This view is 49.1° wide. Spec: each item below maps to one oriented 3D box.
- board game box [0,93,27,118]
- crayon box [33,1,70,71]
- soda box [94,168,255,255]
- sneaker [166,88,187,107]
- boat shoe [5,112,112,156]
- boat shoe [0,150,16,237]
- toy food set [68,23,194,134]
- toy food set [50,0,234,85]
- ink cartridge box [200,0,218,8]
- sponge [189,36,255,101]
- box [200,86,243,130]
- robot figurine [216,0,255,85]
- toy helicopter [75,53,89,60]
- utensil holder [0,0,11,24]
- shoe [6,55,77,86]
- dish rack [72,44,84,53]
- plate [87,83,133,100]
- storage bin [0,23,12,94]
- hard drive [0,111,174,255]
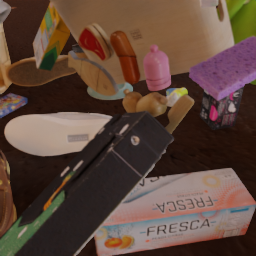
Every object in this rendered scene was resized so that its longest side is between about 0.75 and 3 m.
[{"bbox_3d":[-3.871,-0.730,8.846,0.753,0.192,1.113,17,37,24],"label":"board game box"},{"bbox_3d":[-2.113,-2.566,7.768,0.439,1.703,1.071,5,53,-36],"label":"crayon box"},{"bbox_3d":[0.735,1.444,4.947,2.699,0.858,0.923,-5,34,-9],"label":"soda box"},{"bbox_3d":[1.418,-1.010,9.158,0.612,0.441,1.165,10,28,41],"label":"sneaker"},{"bbox_3d":[-1.536,0.021,7.077,2.844,1.024,0.974,-6,18,-2],"label":"boat shoe"},{"bbox_3d":[-2.744,1.156,5.364,0.927,0.870,2.575,-13,35,-18],"label":"boat shoe"},{"bbox_3d":[0.005,-0.577,2.933,1.484,0.944,0.234,42,53,11],"label":"toy food set"},{"bbox_3d":[0.231,-1.932,5.033,2.862,2.054,0.865,-6,49,28],"label":"toy food set"},{"bbox_3d":[0.810,-1.772,2.918,0.229,0.735,0.913,-7,3,14],"label":"ink cartridge box"},{"bbox_3d":[1.158,-0.664,2.996,0.891,0.133,0.497,-28,49,-10],"label":"sponge"},{"bbox_3d":[2.585,-0.715,7.853,0.721,1.257,0.830,-9,34,-13],"label":"box"},{"bbox_3d":[3.134,-2.444,6.269,2.524,2.877,1.664,0,7,-30],"label":"robot figurine"},{"bbox_3d":[-0.566,-1.789,7.058,1.398,0.834,2.114,7,18,21],"label":"toy helicopter"},{"bbox_3d":[-3.946,-2.868,6.266,1.604,1.888,1.604,-37,25,21],"label":"utensil holder"},{"bbox_3d":[-3.166,-2.170,10.453,2.763,0.966,0.738,-18,26,-33],"label":"shoe"},{"bbox_3d":[-1.128,-4.134,13.489,2.258,0.803,2.943,27,42,36],"label":"dish rack"},{"bbox_3d":[-0.637,-1.447,9.932,1.618,0.207,1.618,1,34,-1],"label":"plate"},{"bbox_3d":[-5.637,-2.603,9.305,2.834,2.855,1.338,2,31,3],"label":"storage bin"},{"bbox_3d":[-0.558,0.699,2.632,2.025,0.383,1.415,-47,10,-9],"label":"hard drive"}]
